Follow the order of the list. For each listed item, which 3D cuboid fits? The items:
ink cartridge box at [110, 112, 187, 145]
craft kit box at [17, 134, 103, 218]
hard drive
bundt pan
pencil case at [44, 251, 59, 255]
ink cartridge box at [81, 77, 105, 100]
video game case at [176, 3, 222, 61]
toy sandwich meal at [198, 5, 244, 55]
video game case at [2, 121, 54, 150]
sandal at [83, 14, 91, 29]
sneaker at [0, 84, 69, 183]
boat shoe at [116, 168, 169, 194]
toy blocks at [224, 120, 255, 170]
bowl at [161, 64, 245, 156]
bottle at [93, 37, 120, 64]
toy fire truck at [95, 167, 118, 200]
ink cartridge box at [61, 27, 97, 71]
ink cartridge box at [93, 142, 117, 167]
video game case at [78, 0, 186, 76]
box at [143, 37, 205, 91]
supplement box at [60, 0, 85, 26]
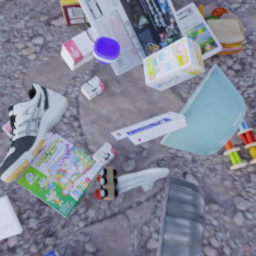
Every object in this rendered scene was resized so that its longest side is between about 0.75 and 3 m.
[{"bbox_3d":[0.466,0.042,6.789,1.743,0.826,0.323,-17,104,-11],"label":"ink cartridge box"},{"bbox_3d":[-1.713,1.196,7.207,1.557,0.382,1.577,31,71,13],"label":"craft kit box"},{"bbox_3d":[-2.956,2.104,6.514,0.640,0.130,0.971,-18,105,-2],"label":"hard drive"},{"bbox_3d":[1.323,2.515,6.973,1.000,2.664,2.664,6,68,11],"label":"bundt pan"},{"bbox_3d":[-1.803,4.895,8.766,2.561,0.999,1.112,32,97,11],"label":"pencil case"},{"bbox_3d":[-1.484,-1.667,11.812,0.838,0.351,0.604,-39,73,-14],"label":"ink cartridge box"},{"bbox_3d":[2.107,-3.685,12.141,2.880,0.317,2.626,-28,69,11],"label":"video game case"},{"bbox_3d":[4.058,-4.525,12.580,2.817,0.965,2.817,1,70,-2],"label":"toy sandwich meal"},{"bbox_3d":[-3.973,0.169,11.171,1.789,0.156,1.279,42,74,15],"label":"video game case"},{"bbox_3d":[-0.635,-4.697,12.850,2.840,0.810,1.128,2,87,-18],"label":"sandal"},{"bbox_3d":[-2.752,0.046,7.402,1.272,1.098,2.902,34,48,-17],"label":"sneaker"},{"bbox_3d":[0.541,1.969,10.193,2.015,0.703,0.718,-13,71,1],"label":"boat shoe"},{"bbox_3d":[4.254,0.569,10.752,1.451,0.632,1.741,-15,69,-7],"label":"toy blocks"},{"bbox_3d":[2.335,-0.285,8.282,1.473,2.817,2.817,35,72,6],"label":"bowl"},{"bbox_3d":[-0.624,-2.112,7.855,0.701,1.679,0.548,16,94,-9],"label":"bottle"},{"bbox_3d":[-1.086,2.059,10.170,0.821,1.276,1.123,10,68,-40],"label":"toy fire truck"},{"bbox_3d":[-1.396,-2.837,9.728,1.713,1.247,0.726,-37,97,-13],"label":"ink cartridge box"},{"bbox_3d":[-0.878,1.037,10.725,0.568,0.323,0.779,41,73,15],"label":"ink cartridge box"},{"bbox_3d":[0.137,-3.453,8.797,2.532,0.325,2.785,-26,105,7],"label":"video game case"},{"bbox_3d":[1.260,-1.750,7.870,1.505,0.763,0.846,-19,69,38],"label":"box"},{"bbox_3d":[-2.217,-6.400,13.148,1.815,1.431,2.772,-6,68,-2],"label":"supplement box"}]
